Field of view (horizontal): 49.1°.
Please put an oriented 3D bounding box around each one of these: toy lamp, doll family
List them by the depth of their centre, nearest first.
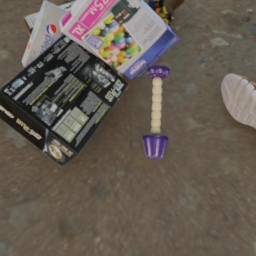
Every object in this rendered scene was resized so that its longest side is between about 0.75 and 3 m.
[{"bbox_3d":[0.750,-0.392,7.401,0.699,0.699,2.402,5,82,3],"label":"toy lamp"},{"bbox_3d":[1.065,-3.959,9.409,0.667,1.700,0.983,-22,16,-29],"label":"doll family"}]

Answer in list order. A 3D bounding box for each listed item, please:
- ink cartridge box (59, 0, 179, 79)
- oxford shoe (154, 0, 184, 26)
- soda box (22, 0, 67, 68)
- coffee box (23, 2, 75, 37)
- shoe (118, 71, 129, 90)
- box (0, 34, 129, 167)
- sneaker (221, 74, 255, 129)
[{"bbox_3d":[-0.062,-2.456,7.382,1.772,2.970,0.623,-41,47,25],"label":"ink cartridge box"},{"bbox_3d":[1.391,-4.397,11.021,2.714,0.986,1.146,-42,72,-14],"label":"oxford shoe"},{"bbox_3d":[-2.562,-2.747,8.592,0.697,2.041,0.647,15,21,-35],"label":"soda box"},{"bbox_3d":[-2.620,-3.696,10.352,2.069,1.183,0.825,-24,61,-14],"label":"coffee box"},{"bbox_3d":[-0.121,-1.966,9.347,0.429,0.563,1.609,-9,60,47],"label":"shoe"},{"bbox_3d":[-1.690,-0.840,7.573,2.322,1.221,2.835,40,53,-12],"label":"box"},{"bbox_3d":[4.120,-0.591,8.086,1.661,1.150,2.964,-15,52,-25],"label":"sneaker"}]
